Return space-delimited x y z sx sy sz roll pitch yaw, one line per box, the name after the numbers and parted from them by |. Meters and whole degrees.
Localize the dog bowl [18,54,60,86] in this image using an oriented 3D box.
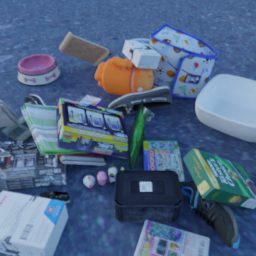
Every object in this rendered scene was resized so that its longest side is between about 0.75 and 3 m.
-4.302 -2.822 13.379 2.017 0.744 2.017 0 41 0 | dog bowl

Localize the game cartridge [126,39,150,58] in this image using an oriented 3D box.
0.698 -4.116 14.645 1.595 1.062 0.326 2 43 1 | game cartridge

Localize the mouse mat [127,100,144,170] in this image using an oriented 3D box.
0.289 0.298 9.028 0.078 1.665 2.069 5 41 13 | mouse mat

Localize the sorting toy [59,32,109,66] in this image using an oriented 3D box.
-2.080 -3.707 13.216 2.006 1.856 0.366 20 73 -24 | sorting toy

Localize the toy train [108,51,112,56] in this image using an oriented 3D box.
-1.564 -3.986 14.898 1.457 0.334 0.249 -1 13 -1 | toy train

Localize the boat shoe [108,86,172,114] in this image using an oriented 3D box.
0.491 -0.945 11.000 2.538 0.849 0.723 -17 69 3 | boat shoe

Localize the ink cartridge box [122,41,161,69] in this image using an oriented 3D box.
0.515 -2.860 10.876 0.951 0.549 1.311 -6 42 -31 | ink cartridge box

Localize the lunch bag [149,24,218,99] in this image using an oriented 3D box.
2.143 -2.613 11.687 2.715 2.308 1.681 29 52 15 | lunch bag

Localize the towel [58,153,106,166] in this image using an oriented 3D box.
-1.745 0.506 9.506 1.518 0.240 2.107 7 34 -33 | towel

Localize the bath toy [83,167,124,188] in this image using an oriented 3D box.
-0.714 1.521 8.427 1.272 0.553 0.470 -12 18 -9 | bath toy

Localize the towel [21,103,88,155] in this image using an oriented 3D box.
-2.375 -0.001 9.179 1.694 0.348 2.270 0 39 -40 | towel

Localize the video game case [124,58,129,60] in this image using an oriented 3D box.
0.422 -2.684 13.413 2.058 0.407 2.271 28 48 24 | video game case

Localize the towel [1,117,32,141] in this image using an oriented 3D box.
-3.954 0.074 10.471 1.083 0.194 1.125 23 43 20 | towel

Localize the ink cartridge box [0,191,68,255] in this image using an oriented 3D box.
-2.646 2.475 7.153 1.823 0.783 1.335 7 40 10 | ink cartridge box

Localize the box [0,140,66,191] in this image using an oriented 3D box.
-3.061 1.092 8.850 2.145 0.534 1.691 -4 41 -12 | box

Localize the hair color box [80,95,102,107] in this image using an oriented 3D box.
-1.660 -0.738 11.196 0.723 0.429 1.323 16 45 16 | hair color box

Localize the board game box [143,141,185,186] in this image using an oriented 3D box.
1.112 1.120 9.146 1.211 0.262 1.799 0 41 0 | board game box

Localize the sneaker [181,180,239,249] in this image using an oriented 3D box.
2.156 2.255 7.478 0.927 0.829 2.264 -9 31 -7 | sneaker

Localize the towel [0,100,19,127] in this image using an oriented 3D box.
-5.163 -0.397 9.872 2.224 1.474 0.383 -7 61 5 | towel

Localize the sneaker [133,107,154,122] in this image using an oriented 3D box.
0.585 -0.357 10.367 0.480 1.070 0.359 29 61 -8 | sneaker

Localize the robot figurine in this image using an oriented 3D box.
-0.072 -2.048 11.494 2.544 1.830 1.484 11 30 19 | robot figurine

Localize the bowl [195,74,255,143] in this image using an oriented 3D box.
4.195 -0.696 10.621 2.975 1.110 2.970 24 46 24 | bowl

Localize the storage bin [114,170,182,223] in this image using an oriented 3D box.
0.523 1.892 7.812 1.781 0.835 1.204 1 41 0 | storage bin

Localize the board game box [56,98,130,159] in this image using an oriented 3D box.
-1.163 0.004 9.403 2.370 0.672 1.959 13 33 -24 | board game box

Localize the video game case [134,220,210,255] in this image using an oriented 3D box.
0.978 3.256 6.688 1.698 0.221 1.866 12 43 14 | video game case

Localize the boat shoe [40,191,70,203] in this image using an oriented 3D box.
-2.120 1.945 8.084 0.907 0.284 0.332 5 15 12 | boat shoe

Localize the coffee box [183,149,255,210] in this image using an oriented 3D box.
2.653 1.434 7.725 2.227 0.490 1.369 20 34 -30 | coffee box

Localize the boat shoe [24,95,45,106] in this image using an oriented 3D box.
-3.611 -0.715 10.902 0.581 0.712 1.926 -9 42 -48 | boat shoe
